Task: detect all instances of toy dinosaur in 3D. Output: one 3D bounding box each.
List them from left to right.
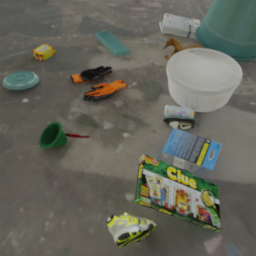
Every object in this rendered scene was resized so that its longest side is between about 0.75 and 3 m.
[{"bbox_3d":[2.251,-3.074,11.437,1.519,0.864,2.861,43,60,2],"label":"toy dinosaur"}]

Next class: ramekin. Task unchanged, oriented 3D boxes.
[{"bbox_3d":[2.522,-1.605,9.660,2.479,1.154,2.479,0,48,0],"label":"ramekin"}]

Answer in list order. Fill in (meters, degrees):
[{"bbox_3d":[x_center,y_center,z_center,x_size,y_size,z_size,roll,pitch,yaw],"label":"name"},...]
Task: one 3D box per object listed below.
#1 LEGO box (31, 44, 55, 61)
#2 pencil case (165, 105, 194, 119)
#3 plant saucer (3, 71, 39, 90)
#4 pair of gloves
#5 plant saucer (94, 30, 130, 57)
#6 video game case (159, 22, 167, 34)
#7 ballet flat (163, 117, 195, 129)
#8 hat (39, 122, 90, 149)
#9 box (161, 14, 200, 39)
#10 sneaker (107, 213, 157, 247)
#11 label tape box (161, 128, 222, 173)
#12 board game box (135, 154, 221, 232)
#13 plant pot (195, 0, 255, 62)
[{"bbox_3d":[-3.520,-3.141,11.654,0.561,0.291,0.753,28,53,23],"label":"LEGO box"},{"bbox_3d":[1.670,-0.504,9.139,0.967,0.439,0.402,5,63,6],"label":"pencil case"},{"bbox_3d":[-3.979,-1.796,10.363,1.293,0.177,1.293,1,37,0],"label":"plant saucer"},{"bbox_3d":[-1.112,-1.666,10.360,1.662,0.231,1.865,-22,48,-17],"label":"pair of gloves"},{"bbox_3d":[-0.731,-3.759,12.304,0.719,0.195,2.056,-23,51,-20],"label":"plant saucer"},{"bbox_3d":[1.947,-4.739,13.241,0.838,0.108,0.922,-2,48,-2],"label":"video game case"},{"bbox_3d":[1.627,-0.142,8.891,1.014,0.345,0.347,1,56,2],"label":"ballet flat"},{"bbox_3d":[-1.980,0.417,8.525,1.096,0.964,0.908,0,63,41],"label":"hat"},{"bbox_3d":[2.436,-4.685,12.897,1.691,0.348,1.318,12,47,0],"label":"box"},{"bbox_3d":[0.126,2.113,6.093,0.591,1.568,0.599,-46,59,8],"label":"sneaker"},{"bbox_3d":[1.795,0.702,8.003,1.442,0.477,1.033,20,51,18],"label":"label tape box"},{"bbox_3d":[1.226,1.537,6.588,2.271,0.266,1.190,24,46,-19],"label":"board game box"},{"bbox_3d":[4.547,-4.680,11.098,2.937,2.877,2.937,5,50,-6],"label":"plant pot"}]
